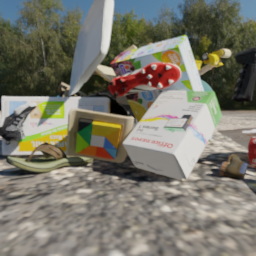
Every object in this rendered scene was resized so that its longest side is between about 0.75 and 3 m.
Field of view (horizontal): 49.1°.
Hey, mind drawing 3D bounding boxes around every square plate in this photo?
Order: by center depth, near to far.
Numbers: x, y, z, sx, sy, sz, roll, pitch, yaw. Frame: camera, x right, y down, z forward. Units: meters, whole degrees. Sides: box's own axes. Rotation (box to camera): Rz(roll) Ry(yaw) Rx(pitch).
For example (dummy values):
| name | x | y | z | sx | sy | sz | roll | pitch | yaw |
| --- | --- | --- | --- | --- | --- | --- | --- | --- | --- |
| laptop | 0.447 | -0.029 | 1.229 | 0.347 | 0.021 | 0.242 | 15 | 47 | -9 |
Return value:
| name | x | y | z | sx | sy | sz | roll | pitch | yaw |
| --- | --- | --- | --- | --- | --- | --- | --- | --- | --- |
| square plate | -1.032 | -2.516 | 8.053 | 0.370 | 2.602 | 2.577 | 14 | -25 | -24 |

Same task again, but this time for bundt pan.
| name | x | y | z | sx | sy | sz | roll | pitch | yaw |
| --- | --- | --- | --- | --- | --- | --- | --- | --- | --- |
| bundt pan | -0.559 | -0.406 | 9.645 | 2.089 | 2.089 | 0.784 | 3 | 30 | 33 |

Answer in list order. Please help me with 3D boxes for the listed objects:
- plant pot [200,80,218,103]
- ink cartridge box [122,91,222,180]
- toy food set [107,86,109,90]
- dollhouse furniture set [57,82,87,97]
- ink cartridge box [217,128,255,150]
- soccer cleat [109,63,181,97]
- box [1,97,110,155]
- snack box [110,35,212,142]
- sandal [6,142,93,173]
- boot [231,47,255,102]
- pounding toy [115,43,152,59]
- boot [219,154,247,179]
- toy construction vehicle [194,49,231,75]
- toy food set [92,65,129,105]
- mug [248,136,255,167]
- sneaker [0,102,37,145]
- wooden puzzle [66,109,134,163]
| name | x | y | z | sx | sy | sz | roll | pitch | yaw |
| --- | --- | --- | --- | --- | --- | --- | --- | --- | --- |
| plant pot | 2.926 | -0.923 | 14.579 | 2.182 | 2.719 | 2.719 | -22 | 12 | -20 |
| ink cartridge box | 0.976 | 0.057 | 6.080 | 1.351 | 0.784 | 1.866 | 8 | 49 | 42 |
| toy food set | -0.274 | -1.942 | 11.522 | 0.542 | 2.205 | 2.227 | 39 | 2 | -3 |
| dollhouse furniture set | -2.326 | -0.679 | 10.107 | 1.020 | 1.026 | 1.455 | 27 | -34 | -12 |
| ink cartridge box | 3.726 | 0.125 | 7.224 | 2.372 | 0.594 | 1.909 | 25 | -22 | -39 |
| soccer cleat | 0.377 | -1.116 | 6.435 | 1.733 | 0.594 | 0.738 | -13 | 13 | 23 |
| box | -2.027 | -0.062 | 8.426 | 2.970 | 1.671 | 1.505 | -1 | 1 | -3 |
| snack box | 0.981 | -0.822 | 7.450 | 1.950 | 2.742 | 0.726 | -6 | 36 | 33 |
| sandal | -1.798 | 0.630 | 6.628 | 0.862 | 0.619 | 2.170 | 7 | 7 | 44 |
| boot | 3.296 | -1.451 | 8.043 | 0.477 | 1.454 | 1.198 | 11 | 1 | -1 |
| pounding toy | 0.339 | -1.973 | 8.123 | 1.066 | 0.488 | 0.936 | -31 | -21 | 18 |
| boot | 2.348 | 0.857 | 6.013 | 0.492 | 0.379 | 1.014 | 17 | 22 | 34 |
| toy construction vehicle | 2.205 | -2.046 | 9.356 | 2.125 | 0.748 | 1.850 | -6 | 5 | 39 |
| toy food set | -0.324 | -1.333 | 9.032 | 1.580 | 0.665 | 2.201 | 5 | 28 | -43 |
| mug | 3.437 | 0.472 | 6.231 | 1.376 | 0.918 | 1.221 | -1 | -31 | 48 |
| sneaker | -2.843 | -0.096 | 7.397 | 1.302 | 0.741 | 0.491 | -33 | 6 | 1 |
| wooden puzzle | -0.661 | 0.240 | 6.312 | 1.419 | 1.312 | 0.264 | 6 | 35 | -7 |
